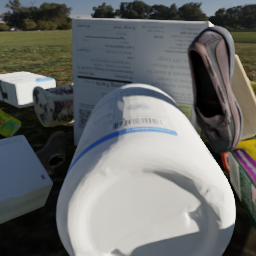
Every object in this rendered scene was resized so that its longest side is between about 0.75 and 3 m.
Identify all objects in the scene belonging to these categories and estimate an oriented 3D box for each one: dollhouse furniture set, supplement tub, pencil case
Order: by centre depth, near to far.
[{"bbox_3d":[0.148,0.454,3.544,1.640,1.640,2.486,0,19,0],"label":"supplement tub"},{"bbox_3d":[3.024,-0.787,4.894,2.950,2.710,1.919,-20,-12,13],"label":"dollhouse furniture set"},{"bbox_3d":[-1.189,-0.734,7.462,2.662,1.036,1.191,-13,-20,-35],"label":"pencil case"}]

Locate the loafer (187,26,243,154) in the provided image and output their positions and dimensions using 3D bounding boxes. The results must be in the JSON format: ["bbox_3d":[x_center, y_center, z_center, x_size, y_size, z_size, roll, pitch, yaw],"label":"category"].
[{"bbox_3d":[1.074,-0.360,3.706,0.650,1.809,0.570,16,42,44],"label":"loafer"}]

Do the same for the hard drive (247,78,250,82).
[{"bbox_3d":[4.079,-2.173,12.385,2.078,0.490,2.978,5,21,14],"label":"hard drive"}]

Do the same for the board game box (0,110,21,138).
[{"bbox_3d":[-2.740,-0.147,5.923,0.807,0.410,0.192,37,13,-35],"label":"board game box"}]

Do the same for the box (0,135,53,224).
[{"bbox_3d":[-1.691,0.699,3.765,0.935,0.615,0.940,-14,55,-43],"label":"box"}]

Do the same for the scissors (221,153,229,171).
[{"bbox_3d":[1.621,0.201,5.019,0.089,1.280,0.468,-16,21,45],"label":"scissors"}]

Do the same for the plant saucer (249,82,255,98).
[{"bbox_3d":[3.473,-0.745,7.182,1.338,0.324,1.338,38,-4,-26],"label":"plant saucer"}]

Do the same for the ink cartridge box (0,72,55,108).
[{"bbox_3d":[-3.629,-1.364,9.689,1.907,0.798,1.383,19,28,39],"label":"ink cartridge box"}]

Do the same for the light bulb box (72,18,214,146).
[{"bbox_3d":[0.299,-0.840,5.680,2.484,2.506,1.564,9,20,18],"label":"light bulb box"}]

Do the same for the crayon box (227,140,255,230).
[{"bbox_3d":[2.540,0.690,3.186,2.224,0.751,2.578,-8,11,11],"label":"crayon box"}]

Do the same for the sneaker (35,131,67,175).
[{"bbox_3d":[-1.372,0.508,5.290,0.496,0.463,1.313,17,29,7],"label":"sneaker"}]
